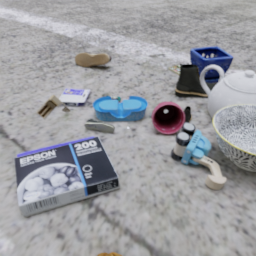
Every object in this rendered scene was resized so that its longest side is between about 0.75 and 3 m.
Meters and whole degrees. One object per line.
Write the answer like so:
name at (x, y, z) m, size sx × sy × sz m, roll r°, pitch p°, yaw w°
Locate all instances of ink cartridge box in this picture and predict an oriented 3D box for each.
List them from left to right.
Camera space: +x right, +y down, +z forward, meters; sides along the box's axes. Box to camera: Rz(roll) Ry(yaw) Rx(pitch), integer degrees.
ink cartridge box at (-2.081, 1.180, 8.983) m, size 2.872 × 0.629 × 2.899 m, roll -14°, pitch 37°, yaw -17°
ink cartridge box at (-2.456, -1.406, 12.877) m, size 1.246 × 0.270 × 1.235 m, roll 2°, pitch 36°, yaw 7°

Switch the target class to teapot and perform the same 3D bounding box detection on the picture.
teapot at (4.572, -1.364, 11.315) m, size 2.779 × 2.030 × 2.743 m, roll -3°, pitch 35°, yaw -2°

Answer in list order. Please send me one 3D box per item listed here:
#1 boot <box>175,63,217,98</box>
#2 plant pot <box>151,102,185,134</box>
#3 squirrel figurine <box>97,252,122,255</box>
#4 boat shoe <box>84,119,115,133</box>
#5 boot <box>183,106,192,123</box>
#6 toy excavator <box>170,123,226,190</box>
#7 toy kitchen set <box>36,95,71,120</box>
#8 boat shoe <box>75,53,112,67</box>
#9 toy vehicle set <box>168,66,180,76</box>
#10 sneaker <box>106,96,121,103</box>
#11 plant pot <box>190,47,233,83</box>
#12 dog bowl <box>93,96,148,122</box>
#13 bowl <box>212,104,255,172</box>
boot at (3.364, -2.234, 12.939) m, size 2.254 × 1.559 × 0.873 m, roll -6°, pitch 36°, yaw -9°
plant pot at (1.503, -0.501, 10.958) m, size 1.239 × 1.239 × 1.109 m, roll 0°, pitch 20°, yaw 0°
squirrel figurine at (-0.527, 3.278, 6.128) m, size 1.029 × 0.728 × 0.961 m, roll 7°, pitch 44°, yaw 33°
boat shoe at (-1.075, -0.117, 10.927) m, size 1.250 × 0.449 × 0.423 m, roll 10°, pitch 41°, yaw 17°
boot at (2.422, -0.661, 11.385) m, size 0.452 × 0.807 × 1.167 m, roll 5°, pitch 35°, yaw 6°
toy excavator at (2.380, 0.921, 9.197) m, size 1.936 × 0.967 × 1.882 m, roll 24°, pitch 42°, yaw 16°
toy kitchen set at (-2.320, -0.509, 8.736) m, size 0.784 × 0.709 × 0.869 m, roll -49°, pitch 19°, yaw -7°
boat shoe at (-1.982, -3.880, 15.985) m, size 2.254 × 0.811 × 0.730 m, roll 3°, pitch 9°, yaw 25°
toy vehicle set at (2.785, -3.167, 15.470) m, size 0.627 × 0.134 × 1.009 m, roll -20°, pitch 40°, yaw -25°
sneaker at (-0.768, -1.264, 12.555) m, size 1.059 × 0.423 × 0.378 m, roll -23°, pitch 42°, yaw -29°
plant pot at (4.141, -3.169, 14.334) m, size 1.620 × 1.456 × 1.620 m, roll -9°, pitch 37°, yaw -12°
dog bowl at (-0.322, -0.785, 11.771) m, size 2.281 × 0.566 × 1.272 m, roll -2°, pitch 35°, yaw -2°
bowl at (4.158, 0.520, 9.244) m, size 2.917 × 1.369 × 2.917 m, roll 0°, pitch 36°, yaw 0°
